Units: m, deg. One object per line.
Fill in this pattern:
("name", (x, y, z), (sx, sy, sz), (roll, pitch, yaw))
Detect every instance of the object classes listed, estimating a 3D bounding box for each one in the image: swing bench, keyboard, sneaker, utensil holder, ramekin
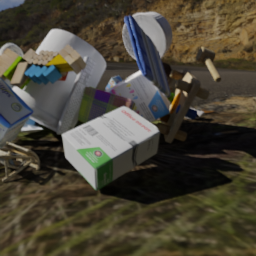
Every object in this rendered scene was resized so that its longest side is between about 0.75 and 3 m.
("swing bench", (-2.771, 0.725, 6.620), (0.960, 0.626, 0.965), (11, 18, 37))
("keyboard", (-1.464, -0.890, 8.003), (0.124, 2.333, 0.657), (23, 3, 20))
("sneaker", (-4.055, -1.889, 8.944), (0.963, 1.024, 2.500), (-33, -11, -39))
("utensil holder", (-2.234, -1.383, 9.013), (2.290, 2.695, 2.290), (27, -11, 6))
("ramekin", (0.712, -3.089, 9.488), (1.709, 1.709, 0.796), (11, 38, 35))

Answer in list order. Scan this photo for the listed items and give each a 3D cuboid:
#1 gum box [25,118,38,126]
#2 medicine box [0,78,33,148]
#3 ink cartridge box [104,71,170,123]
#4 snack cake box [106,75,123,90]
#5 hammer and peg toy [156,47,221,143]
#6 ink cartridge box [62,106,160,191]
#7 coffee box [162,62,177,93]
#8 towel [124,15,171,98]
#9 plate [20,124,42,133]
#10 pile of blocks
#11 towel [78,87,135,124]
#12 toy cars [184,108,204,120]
("gum box", (-3.733, -1.158, 10.731), (0.466, 1.776, 2.091), (10, 7, -31))
("medicine box", (-3.517, -0.391, 7.333), (1.610, 1.467, 0.829), (-40, 6, 42))
("ink cartridge box", (-0.015, -0.720, 8.956), (2.292, 1.473, 1.435), (-28, 12, 16))
("snack cake box", (-0.333, -1.578, 12.974), (0.489, 1.457, 0.838), (-29, -14, -36))
("hammer and peg toy", (1.781, -1.144, 8.990), (1.040, 2.950, 2.170), (21, 22, -7))
("ink cartridge box", (-0.350, 0.367, 6.150), (1.739, 0.731, 1.269), (-27, 48, -31))
("coffee box", (1.295, -1.327, 10.571), (1.132, 1.979, 0.789), (-34, 32, -4))
("towel", (0.558, -1.731, 7.255), (0.266, 1.639, 2.232), (-19, -13, 19))
("plate", (-3.518, 0.021, 9.600), (0.831, 0.135, 0.833), (17, 12, 29))
("pile of blocks", (-2.305, -1.406, 7.394), (2.872, 1.179, 0.892), (4, -25, 25))
("towel", (-0.658, -0.458, 8.030), (1.593, 1.144, 0.181), (20, 12, 18))
("toy cars", (2.059, -0.590, 11.904), (2.252, 0.499, 1.010), (2, 26, -8))
